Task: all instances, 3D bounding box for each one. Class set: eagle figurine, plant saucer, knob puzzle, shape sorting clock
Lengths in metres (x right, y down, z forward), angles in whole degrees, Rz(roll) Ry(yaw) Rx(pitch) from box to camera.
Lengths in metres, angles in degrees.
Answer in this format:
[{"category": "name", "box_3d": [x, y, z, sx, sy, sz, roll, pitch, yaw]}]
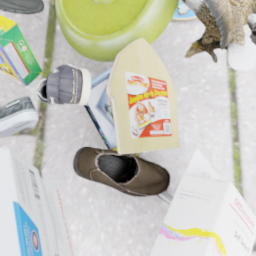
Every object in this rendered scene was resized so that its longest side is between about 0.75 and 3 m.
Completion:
[{"category": "eagle figurine", "box_3d": [1.811, -2.459, 5.449, 2.027, 2.686, 2.038, -1, 66, -1]}, {"category": "plant saucer", "box_3d": [-0.390, -2.862, 5.700, 2.952, 0.459, 2.952, -1, 89, 23]}, {"category": "knob puzzle", "box_3d": [0.278, -0.618, 5.314, 0.324, 2.336, 2.336, -9, 72, 40]}, {"category": "shape sorting clock", "box_3d": [1.723, -4.714, 8.992, 2.750, 0.540, 2.750, 0, 76, 0]}]

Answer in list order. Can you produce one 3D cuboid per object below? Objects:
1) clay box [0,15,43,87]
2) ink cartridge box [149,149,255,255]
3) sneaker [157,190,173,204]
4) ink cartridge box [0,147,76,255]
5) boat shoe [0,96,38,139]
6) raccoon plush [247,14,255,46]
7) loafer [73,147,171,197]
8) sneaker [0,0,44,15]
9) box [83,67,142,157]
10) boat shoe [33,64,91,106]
[{"category": "clay box", "box_3d": [-2.791, -1.775, 5.532, 2.168, 1.245, 0.516, 28, 66, 23]}, {"category": "ink cartridge box", "box_3d": [1.469, 2.071, 5.121, 1.009, 1.755, 2.996, 2, 55, 45]}, {"category": "sneaker", "box_3d": [0.869, 1.524, 7.521, 0.514, 0.468, 1.253, -41, 79, -9]}, {"category": "ink cartridge box", "box_3d": [-1.477, 1.330, 3.864, 0.831, 1.971, 1.439, -19, 65, -4]}, {"category": "boat shoe", "box_3d": [-2.354, -0.172, 5.340, 1.552, 0.560, 0.551, -18, 77, 19]}, {"category": "raccoon plush", "box_3d": [2.252, -1.602, 4.388, 0.567, 0.846, 0.410, -44, 58, 8]}, {"category": "loafer", "box_3d": [0.040, 0.988, 5.813, 2.358, 0.841, 0.861, 17, 77, -30]}, {"category": "sneaker", "box_3d": [-2.950, -3.236, 5.967, 2.440, 0.927, 1.107, 21, 112, -13]}, {"category": "box", "box_3d": [-0.056, -0.302, 6.180, 1.412, 2.068, 0.390, -38, 35, -19]}, {"category": "boat shoe", "box_3d": [-1.372, -0.815, 5.208, 0.718, 2.288, 0.831, 1, 98, -27]}]
